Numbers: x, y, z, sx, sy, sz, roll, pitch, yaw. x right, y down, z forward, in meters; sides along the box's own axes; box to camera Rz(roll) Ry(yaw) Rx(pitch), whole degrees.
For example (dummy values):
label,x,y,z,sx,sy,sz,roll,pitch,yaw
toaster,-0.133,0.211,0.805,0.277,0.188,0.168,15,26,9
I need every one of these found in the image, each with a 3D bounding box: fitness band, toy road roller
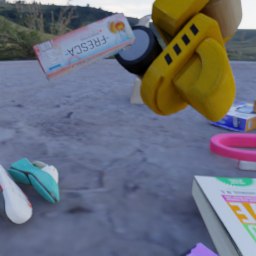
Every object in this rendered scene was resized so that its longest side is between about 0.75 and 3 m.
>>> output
label,x,y,z,sx,sy,sz,roll,pitch,yaw
fitness band,3.780,0.634,8.177,2.707,0.507,1.944,3,18,7
toy road roller,1.291,-1.334,4.952,1.960,2.685,1.650,46,6,31

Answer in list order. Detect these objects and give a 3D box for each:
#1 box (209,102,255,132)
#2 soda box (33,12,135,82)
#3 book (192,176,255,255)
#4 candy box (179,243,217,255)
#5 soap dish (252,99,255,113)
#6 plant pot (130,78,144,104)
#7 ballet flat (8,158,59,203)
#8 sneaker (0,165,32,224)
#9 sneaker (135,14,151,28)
label,x,y,z,sx,sy,sz,roll,pitch,yaw
box,4.692,-0.493,11.549,2.839,0.589,1.690,-11,21,-37
soda box,-0.604,-1.119,3.918,1.337,0.425,0.457,-25,3,-11
book,2.335,1.684,4.933,1.787,0.643,2.675,2,16,-2
candy box,0.415,2.389,1.858,2.878,1.030,2.414,-12,21,-33
soap dish,5.681,-0.583,10.652,1.315,0.679,1.672,-21,56,-41
plant pot,0.908,-2.052,15.296,1.387,1.228,1.386,4,18,11
ballet flat,-2.028,1.082,6.403,1.905,0.641,0.670,14,43,40
sneaker,-2.844,1.377,5.733,1.019,0.959,2.488,-42,40,-20
sneaker,0.629,-4.037,11.139,0.489,0.571,1.312,-29,-2,-27
